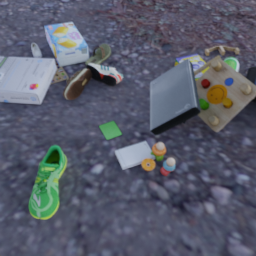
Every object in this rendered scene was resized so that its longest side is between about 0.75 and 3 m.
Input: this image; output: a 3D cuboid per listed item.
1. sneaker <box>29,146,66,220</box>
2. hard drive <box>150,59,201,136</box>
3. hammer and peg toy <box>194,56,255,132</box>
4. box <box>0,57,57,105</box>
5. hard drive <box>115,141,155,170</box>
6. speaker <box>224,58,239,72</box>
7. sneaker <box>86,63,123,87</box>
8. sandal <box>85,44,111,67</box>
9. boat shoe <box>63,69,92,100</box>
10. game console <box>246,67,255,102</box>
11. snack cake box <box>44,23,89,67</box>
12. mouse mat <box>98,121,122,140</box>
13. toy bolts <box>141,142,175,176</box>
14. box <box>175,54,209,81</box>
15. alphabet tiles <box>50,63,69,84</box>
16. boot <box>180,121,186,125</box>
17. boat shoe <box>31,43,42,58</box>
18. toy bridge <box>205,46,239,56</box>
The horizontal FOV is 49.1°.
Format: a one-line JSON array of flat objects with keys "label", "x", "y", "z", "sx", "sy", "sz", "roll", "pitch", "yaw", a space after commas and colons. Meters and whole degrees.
[{"label": "sneaker", "x": -2.345, "y": 1.480, "z": 8.023, "sx": 0.851, "sy": 0.960, "sz": 2.298, "roll": 1, "pitch": 48, "yaw": 0}, {"label": "hard drive", "x": 1.442, "y": -1.019, "z": 9.074, "sx": 1.655, "sy": 0.390, "sz": 2.371, "roll": -30, "pitch": 38, "yaw": 31}, {"label": "hammer and peg toy", "x": 2.958, "y": -1.484, "z": 10.039, "sx": 2.076, "sy": 0.995, "sz": 2.823, "roll": -47, "pitch": 54, "yaw": 16}, {"label": "box", "x": -4.711, "y": -2.023, "z": 11.484, "sx": 2.965, "sy": 0.610, "sz": 2.312, "roll": 3, "pitch": 49, "yaw": 6}, {"label": "hard drive", "x": 0.215, "y": 0.883, "z": 9.139, "sx": 1.115, "sy": 0.149, "sz": 0.736, "roll": -16, "pitch": 49, "yaw": -15}, {"label": "speaker", "x": 4.126, "y": -2.205, "z": 11.620, "sx": 0.768, "sy": 0.768, "sz": 1.738, "roll": 17, "pitch": 49, "yaw": 15}, {"label": "sneaker", "x": -0.975, "y": -2.327, "z": 11.916, "sx": 1.682, "sy": 0.592, "sz": 0.786, "roll": 28, "pitch": 42, "yaw": 23}, {"label": "sandal", "x": -1.334, "y": -3.377, "z": 12.858, "sx": 0.721, "sy": 0.518, "sz": 1.816, "roll": 16, "pitch": 48, "yaw": 14}, {"label": "boat shoe", "x": -2.175, "y": -1.743, "z": 11.325, "sx": 0.691, "sy": 0.690, "sz": 1.868, "roll": 7, "pitch": 39, "yaw": 24}, {"label": "game console", "x": 5.852, "y": -1.558, "z": 10.358, "sx": 2.831, "sy": 2.489, "sz": 1.647, "roll": 18, "pitch": 90, "yaw": 17}, {"label": "snack cake box", "x": -2.908, "y": -3.986, "z": 13.190, "sx": 1.418, "sy": 0.829, "sz": 2.466, "roll": -17, "pitch": 49, "yaw": -18}, {"label": "mouse mat", "x": -0.635, "y": 0.084, "z": 9.972, "sx": 0.627, "sy": 0.029, "sz": 0.779, "roll": -20, "pitch": 51, "yaw": -17}, {"label": "toy bolts", "x": 0.973, "y": 0.997, "z": 8.576, "sx": 0.931, "sy": 0.676, "sz": 0.975, "roll": -36, "pitch": 66, "yaw": -28}, {"label": "box", "x": 2.897, "y": -2.406, "z": 12.011, "sx": 1.118, "sy": 0.461, "sz": 1.906, "roll": -15, "pitch": 50, "yaw": -12}, {"label": "alphabet tiles", "x": -3.589, "y": -2.279, "z": 12.157, "sx": 1.666, "sy": 0.063, "sz": 1.393, "roll": -21, "pitch": 51, "yaw": -18}, {"label": "boot", "x": 1.645, "y": -0.476, "z": 10.275, "sx": 0.767, "sy": 0.346, "sz": 0.936, "roll": -16, "pitch": 56, "yaw": -12}, {"label": "boat shoe", "x": -4.354, "y": -3.702, "z": 13.211, "sx": 0.393, "sy": 0.454, "sz": 1.064, "roll": -16, "pitch": 49, "yaw": -15}, {"label": "toy bridge", "x": 4.465, "y": -3.700, "z": 13.369, "sx": 1.638, "sy": 0.223, "sz": 0.550, "roll": -4, "pitch": 47, "yaw": -4}]
